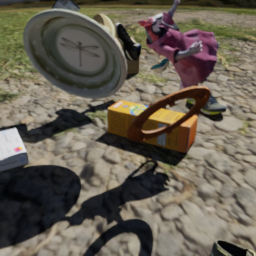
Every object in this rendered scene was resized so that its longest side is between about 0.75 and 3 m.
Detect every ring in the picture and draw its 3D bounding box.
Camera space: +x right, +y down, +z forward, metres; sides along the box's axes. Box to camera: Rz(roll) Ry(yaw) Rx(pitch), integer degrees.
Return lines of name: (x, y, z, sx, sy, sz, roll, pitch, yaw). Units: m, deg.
ring: (0.832, -0.193, 5.587, 1.861, 1.861, 0.179, -15, 67, -25)

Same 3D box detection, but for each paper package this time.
paper package: (-0.904, -4.038, 15.627, 2.846, 1.472, 2.713, -4, 29, -9)

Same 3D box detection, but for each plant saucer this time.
plant saucer: (-1.274, -1.905, 7.233, 2.739, 2.739, 0.687, 9, 54, 16)

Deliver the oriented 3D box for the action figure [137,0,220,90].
action figure: (1.190, -2.187, 7.305, 2.486, 1.851, 1.665, 16, 61, -30)

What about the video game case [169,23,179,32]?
video game case: (1.902, -3.236, 10.918, 0.252, 1.786, 1.976, -18, 31, 9)

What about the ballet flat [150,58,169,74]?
ballet flat: (1.281, -2.330, 10.863, 0.429, 0.429, 1.236, 18, 39, 29)

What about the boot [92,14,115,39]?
boot: (-1.497, -3.481, 10.430, 2.032, 0.947, 2.628, 11, 59, -42)

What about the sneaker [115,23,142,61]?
sneaker: (0.093, -3.558, 11.537, 0.902, 1.612, 0.589, 9, 44, 36)

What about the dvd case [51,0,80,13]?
dvd case: (-2.354, -4.166, 10.119, 0.789, 1.106, 0.097, 37, 34, -20)

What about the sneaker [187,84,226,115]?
sneaker: (3.091, -1.144, 11.144, 0.753, 0.825, 2.038, -15, 33, -25)

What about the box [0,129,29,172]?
box: (-4.172, 0.765, 8.166, 2.099, 0.432, 1.637, -17, 34, -26)

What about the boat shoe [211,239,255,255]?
boat shoe: (2.169, 2.459, 5.226, 1.205, 0.360, 0.431, 15, 33, 24)

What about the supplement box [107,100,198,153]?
supplement box: (0.727, -0.108, 9.191, 2.867, 0.986, 0.954, 12, 29, 25)
